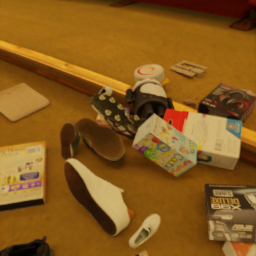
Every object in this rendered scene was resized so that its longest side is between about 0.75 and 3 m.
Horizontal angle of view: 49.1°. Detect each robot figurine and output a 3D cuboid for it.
[{"bbox_3d":[0.998,-1.175,12.827,1.613,1.942,2.585,-28,37,20],"label":"robot figurine"}]

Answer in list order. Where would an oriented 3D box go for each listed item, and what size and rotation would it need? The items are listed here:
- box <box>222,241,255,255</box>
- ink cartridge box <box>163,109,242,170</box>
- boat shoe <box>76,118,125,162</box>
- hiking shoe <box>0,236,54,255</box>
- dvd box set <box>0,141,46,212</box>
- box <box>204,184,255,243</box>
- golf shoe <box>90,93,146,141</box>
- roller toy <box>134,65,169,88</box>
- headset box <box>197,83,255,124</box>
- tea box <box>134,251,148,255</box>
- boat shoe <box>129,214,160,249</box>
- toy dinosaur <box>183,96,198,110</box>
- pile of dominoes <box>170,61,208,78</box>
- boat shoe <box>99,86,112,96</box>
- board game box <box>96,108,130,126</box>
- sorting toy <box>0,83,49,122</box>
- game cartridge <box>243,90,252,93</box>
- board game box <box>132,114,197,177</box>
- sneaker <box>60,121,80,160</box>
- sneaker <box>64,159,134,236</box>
[{"bbox_3d":[3.577,3.504,7.848,1.467,0.715,0.913,-8,40,-9],"label":"box"},{"bbox_3d":[2.804,0.403,11.129,2.999,1.009,1.743,12,56,14],"label":"ink cartridge box"},{"bbox_3d":[-1.052,0.525,11.143,1.082,0.958,2.956,-41,47,-13],"label":"boat shoe"},{"bbox_3d":[-3.258,3.610,7.273,2.527,1.272,0.957,-24,45,-27],"label":"hiking shoe"},{"bbox_3d":[-4.116,1.709,10.300,2.120,0.426,2.897,-8,40,-10],"label":"dvd box set"},{"bbox_3d":[3.679,2.482,8.329,2.682,0.667,2.115,0,17,13],"label":"box"},{"bbox_3d":[-0.486,-0.277,10.890,2.642,1.164,1.020,35,47,-20],"label":"golf shoe"},{"bbox_3d":[1.172,-2.558,14.943,1.721,1.203,1.570,-19,36,-9],"label":"roller toy"},{"bbox_3d":[4.744,-1.056,13.262,1.938,0.978,2.607,28,47,30],"label":"headset box"},{"bbox_3d":[0.038,4.209,6.638,1.673,1.136,1.700,-15,41,-17],"label":"tea box"},{"bbox_3d":[0.525,2.832,7.654,0.429,0.390,1.167,45,62,4],"label":"boat shoe"},{"bbox_3d":[3.105,-1.244,14.005,0.923,0.396,0.626,15,48,26],"label":"toy dinosaur"},{"bbox_3d":[3.620,-3.483,16.966,1.600,0.327,2.053,-27,38,-28],"label":"pile of dominoes"},{"bbox_3d":[-1.241,-1.882,14.694,0.494,0.470,1.371,17,42,20],"label":"boat shoe"},{"bbox_3d":[-0.682,-0.543,13.149,1.431,0.331,1.084,4,39,5],"label":"board game box"},{"bbox_3d":[-5.478,-1.278,14.063,2.314,0.422,2.142,34,50,29],"label":"sorting toy"},{"bbox_3d":[6.088,-1.806,14.850,0.938,0.192,0.625,7,35,8],"label":"game cartridge"},{"bbox_3d":[1.303,0.631,9.771,1.986,1.023,1.041,35,41,-13],"label":"board game box"},{"bbox_3d":[-2.198,0.337,10.869,0.619,1.845,0.828,19,36,7],"label":"sneaker"},{"bbox_3d":[-0.972,2.095,9.207,2.863,1.042,1.212,48,40,17],"label":"sneaker"}]
